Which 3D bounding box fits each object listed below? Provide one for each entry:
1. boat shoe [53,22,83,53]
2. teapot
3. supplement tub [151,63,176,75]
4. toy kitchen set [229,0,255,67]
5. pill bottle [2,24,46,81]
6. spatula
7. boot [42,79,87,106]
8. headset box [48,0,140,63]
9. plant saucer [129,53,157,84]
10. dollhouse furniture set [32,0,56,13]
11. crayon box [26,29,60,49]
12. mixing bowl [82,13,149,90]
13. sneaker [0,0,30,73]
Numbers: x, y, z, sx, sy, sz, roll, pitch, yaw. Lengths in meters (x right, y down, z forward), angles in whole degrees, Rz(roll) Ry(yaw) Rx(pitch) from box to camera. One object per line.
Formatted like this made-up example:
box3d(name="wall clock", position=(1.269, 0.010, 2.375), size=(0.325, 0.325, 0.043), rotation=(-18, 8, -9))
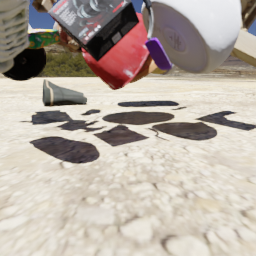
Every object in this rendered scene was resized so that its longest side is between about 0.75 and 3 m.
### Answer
box3d(name="boat shoe", position=(-1.848, -2.881, 9.018), size=(0.688, 0.725, 1.915), rotation=(13, 5, 7))
box3d(name="teapot", position=(1.503, -2.335, 5.888), size=(1.647, 2.225, 2.254), rotation=(-45, 20, -10))
box3d(name="supplement tub", position=(0.644, -3.375, 11.849), size=(2.749, 1.999, 1.999), rotation=(3, 11, -19))
box3d(name="toy kitchen set", position=(3.687, -2.853, 7.499), size=(2.128, 2.358, 1.924), rotation=(41, 15, 30))
box3d(name="pill bottle", position=(-3.393, -2.570, 8.226), size=(1.337, 1.337, 2.391), rotation=(-9, 48, -34))
box3d(name="spatula", position=(0.384, -2.090, 5.290), size=(0.216, 2.098, 0.593), rotation=(-20, 14, -18))
box3d(name="boot", position=(-3.396, -1.755, 14.627), size=(2.047, 1.146, 2.959), rotation=(0, 25, -20))
box3d(name="headset box", position=(-0.670, -2.031, 5.062), size=(1.425, 1.060, 0.550), rotation=(46, -2, 29))
box3d(name="plant saucer", position=(0.576, -2.188, 8.562), size=(2.006, 0.324, 2.006), rotation=(-36, 25, 20))
box3d(name="dollhouse furniture set", position=(-1.799, -3.248, 5.226), size=(1.065, 0.910, 2.055), rotation=(11, -18, 26))
box3d(name="crayon box", position=(-2.240, -2.197, 6.861), size=(0.666, 0.327, 1.121), rotation=(7, 26, 14))
box3d(name="mixing bowl", position=(-0.494, -2.425, 8.073), size=(1.295, 2.392, 2.392), rotation=(21, 1, -30))
box3d(name="sneaker", position=(-1.776, -1.598, 3.914), size=(1.055, 1.111, 2.760), rotation=(-34, 14, -26))
